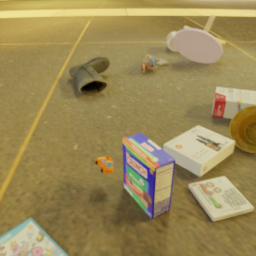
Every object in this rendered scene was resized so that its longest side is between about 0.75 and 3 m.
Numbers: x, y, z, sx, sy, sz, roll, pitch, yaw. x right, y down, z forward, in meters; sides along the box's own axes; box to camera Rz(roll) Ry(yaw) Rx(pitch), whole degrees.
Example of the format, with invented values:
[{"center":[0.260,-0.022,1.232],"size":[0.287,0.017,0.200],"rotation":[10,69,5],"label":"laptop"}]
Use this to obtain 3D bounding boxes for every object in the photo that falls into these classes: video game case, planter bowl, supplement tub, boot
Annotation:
[{"center":[-1.751,2.370,4.784],"size":[1.699,0.151,1.216],"rotation":[25,39,36],"label":"video game case"},{"center":[3.642,0.073,8.011],"size":[1.336,1.336,0.556],"rotation":[22,1,32],"label":"planter bowl"},{"center":[2.028,1.535,6.226],"size":[0.981,0.128,1.078],"rotation":[-9,31,-15],"label":"video game case"},{"center":[2.821,-5.228,16.865],"size":[0.984,0.984,1.362],"rotation":[1,31,2],"label":"supplement tub"},{"center":[-1.404,-2.285,12.017],"size":[2.117,0.845,2.328],"rotation":[-26,30,-14],"label":"boot"}]

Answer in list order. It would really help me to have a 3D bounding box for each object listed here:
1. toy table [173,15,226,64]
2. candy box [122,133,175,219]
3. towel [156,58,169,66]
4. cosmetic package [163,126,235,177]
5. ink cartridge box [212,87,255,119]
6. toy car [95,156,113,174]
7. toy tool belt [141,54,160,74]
[{"center":[3.801,-4.572,14.694],"size":[2.557,2.351,1.498],"rotation":[33,49,-1],"label":"toy table"},{"center":[0.388,0.990,5.899],"size":[0.533,1.384,1.170],"rotation":[-17,34,-27],"label":"candy box"},{"center":[1.670,-3.456,14.697],"size":[0.567,0.148,0.856],"rotation":[-17,35,-23],"label":"towel"},{"center":[1.918,0.560,7.583],"size":[1.615,0.417,1.217],"rotation":[-24,36,-37],"label":"cosmetic package"},{"center":[3.801,-0.816,9.675],"size":[1.619,0.671,1.180],"rotation":[10,32,16],"label":"ink cartridge box"},{"center":[-0.245,0.876,6.603],"size":[1.026,0.342,0.503],"rotation":[14,28,-28],"label":"toy car"},{"center":[1.092,-3.086,13.456],"size":[0.756,0.768,1.230],"rotation":[-1,31,14],"label":"toy tool belt"}]
